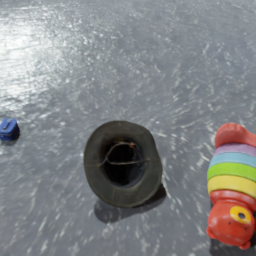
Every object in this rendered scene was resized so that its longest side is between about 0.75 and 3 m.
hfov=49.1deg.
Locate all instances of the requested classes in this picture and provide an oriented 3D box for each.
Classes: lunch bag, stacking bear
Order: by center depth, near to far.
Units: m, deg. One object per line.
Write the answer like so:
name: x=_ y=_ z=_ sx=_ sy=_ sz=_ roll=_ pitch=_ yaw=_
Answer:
stacking bear: x=2.805 y=1.593 z=7.300 sx=1.716 sy=1.607 sz=2.826 roll=22 pitch=59 yaw=1
lunch bag: x=-4.231 y=0.057 z=9.837 sx=0.550 sy=0.536 sz=0.810 roll=3 pitch=41 yaw=3

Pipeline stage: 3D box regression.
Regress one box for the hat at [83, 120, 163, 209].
hat: x=-0.233 y=1.049 z=8.105 sx=2.451 sy=0.989 sz=2.451 roll=4 pitch=77 yaw=-16
